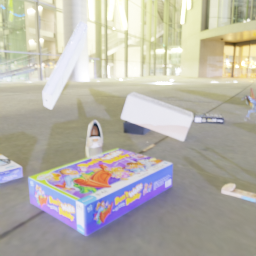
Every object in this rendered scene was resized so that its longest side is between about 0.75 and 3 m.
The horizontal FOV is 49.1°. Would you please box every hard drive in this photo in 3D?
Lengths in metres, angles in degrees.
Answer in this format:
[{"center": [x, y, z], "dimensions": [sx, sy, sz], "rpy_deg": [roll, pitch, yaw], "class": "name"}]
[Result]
[{"center": [-2.198, -2.100, 9.737], "dimensions": [0.365, 2.736, 1.804], "rpy_deg": [26, -16, -9], "class": "hard drive"}]

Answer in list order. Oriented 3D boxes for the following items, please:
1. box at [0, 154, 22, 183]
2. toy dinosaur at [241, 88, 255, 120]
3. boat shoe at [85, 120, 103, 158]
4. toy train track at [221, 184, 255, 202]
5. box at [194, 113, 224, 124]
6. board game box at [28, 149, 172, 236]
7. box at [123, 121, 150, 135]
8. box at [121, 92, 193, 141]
[{"center": [-3.390, 1.073, 7.101], "dimensions": [0.928, 0.323, 1.559], "rpy_deg": [-12, 20, -43], "class": "box"}, {"center": [6.307, -1.074, 13.773], "dimensions": [1.423, 1.568, 0.823], "rpy_deg": [39, -8, 5], "class": "toy dinosaur"}, {"center": [-0.970, 0.408, 7.938], "dimensions": [0.502, 1.344, 0.460], "rpy_deg": [-2, -30, -14], "class": "boat shoe"}, {"center": [2.947, 1.392, 5.612], "dimensions": [2.065, 0.336, 1.184], "rpy_deg": [9, 15, 35], "class": "toy train track"}, {"center": [3.967, -0.484, 13.892], "dimensions": [1.404, 0.345, 1.132], "rpy_deg": [3, 14, 11], "class": "box"}, {"center": [-0.491, 1.166, 6.021], "dimensions": [1.751, 0.583, 2.604], "rpy_deg": [11, 17, 39], "class": "board game box"}, {"center": [0.442, -0.091, 11.788], "dimensions": [0.900, 0.503, 1.275], "rpy_deg": [3, 12, 22], "class": "box"}, {"center": [1.115, -0.479, 10.752], "dimensions": [2.516, 0.978, 1.195], "rpy_deg": [20, 16, 8], "class": "box"}]
